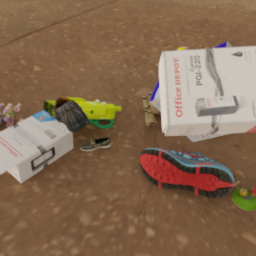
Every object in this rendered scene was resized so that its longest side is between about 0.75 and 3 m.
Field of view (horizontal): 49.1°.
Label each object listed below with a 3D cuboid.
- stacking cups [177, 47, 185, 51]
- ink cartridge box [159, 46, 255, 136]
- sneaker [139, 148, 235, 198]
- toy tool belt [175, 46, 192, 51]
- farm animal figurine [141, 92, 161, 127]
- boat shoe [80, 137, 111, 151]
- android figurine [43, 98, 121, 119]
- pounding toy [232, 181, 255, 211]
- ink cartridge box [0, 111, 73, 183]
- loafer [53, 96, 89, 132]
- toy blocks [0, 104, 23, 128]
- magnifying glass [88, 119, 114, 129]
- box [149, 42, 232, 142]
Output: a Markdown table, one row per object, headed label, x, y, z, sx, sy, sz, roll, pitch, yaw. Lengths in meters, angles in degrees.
| label | x | y | z | sx | sy | sz | roll | pitch | yaw |
| --- | --- | --- | --- | --- | --- | --- | --- | --- | --- |
| stacking cups | 1.440 | -1.883 | 7.478 | 0.241 | 0.241 | 0.797 | 4 | 40 | 5 |
| ink cartridge box | 1.081 | -0.444 | 3.493 | 1.343 | 0.570 | 0.978 | -3 | 75 | 4 |
| sneaker | 1.610 | 1.194 | 7.939 | 2.676 | 1.061 | 1.278 | 16 | 16 | 24 |
| toy tool belt | 2.939 | -4.093 | 15.120 | 1.223 | 0.763 | 0.751 | -29 | 54 | -35 |
| farm animal figurine | 1.134 | -0.662 | 10.369 | 1.828 | 0.953 | 1.808 | -26 | 31 | -21 |
| boat shoe | -1.075 | 0.506 | 9.194 | 1.010 | 0.304 | 0.360 | -10 | 37 | -13 |
| android figurine | -1.541 | -0.692 | 9.898 | 2.640 | 0.542 | 2.403 | -2 | 13 | -28 |
| pounding toy | 3.095 | 1.709 | 7.443 | 0.717 | 0.431 | 0.929 | -20 | 41 | -25 |
| ink cartridge box | -3.088 | 0.616 | 8.452 | 1.465 | 0.857 | 2.526 | 31 | 45 | 26 |
| loafer | -1.444 | -0.475 | 6.620 | 0.658 | 0.653 | 1.808 | -32 | 26 | -18 |
| toy blocks | -4.291 | -0.375 | 9.946 | 0.899 | 0.840 | 0.757 | 2 | 31 | -2 |
| magnifying glass | -1.288 | -0.270 | 10.382 | 1.536 | 0.172 | 0.611 | 7 | 37 | 11 |
| box | 1.927 | -0.729 | 6.780 | 2.027 | 1.864 | 1.063 | -19 | 40 | 47 |
